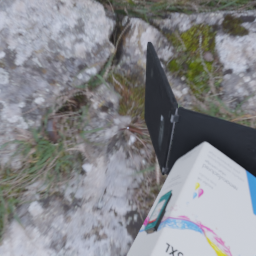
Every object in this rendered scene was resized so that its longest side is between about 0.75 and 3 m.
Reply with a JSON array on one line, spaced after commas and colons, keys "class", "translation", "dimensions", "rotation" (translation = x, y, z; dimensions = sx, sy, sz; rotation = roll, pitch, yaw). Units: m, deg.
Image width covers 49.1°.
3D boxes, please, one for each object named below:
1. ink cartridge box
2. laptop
[{"class": "ink cartridge box", "translation": [1.012, 1.915, 4.043], "dimensions": [1.719, 0.995, 2.959], "rotation": [35, 60, -2]}, {"class": "laptop", "translation": [1.352, -0.037, 5.510], "dimensions": [1.497, 2.418, 2.582], "rotation": [-11, 56, -6]}]
